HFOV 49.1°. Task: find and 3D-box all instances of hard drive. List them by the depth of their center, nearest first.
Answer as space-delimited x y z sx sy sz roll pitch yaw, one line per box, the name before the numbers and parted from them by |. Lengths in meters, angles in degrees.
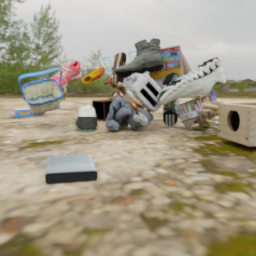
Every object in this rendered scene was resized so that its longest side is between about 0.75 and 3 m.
hard drive | -1.047 0.713 5.093 0.836 0.197 1.198 -2 8 -13

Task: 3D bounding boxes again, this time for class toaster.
toaster | 0.647 -1.234 10.388 0.991 1.743 1.126 -46 20 -7

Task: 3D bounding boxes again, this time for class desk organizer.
desk organizer | -0.408 -0.802 13.096 1.121 1.044 2.911 -10 12 -42

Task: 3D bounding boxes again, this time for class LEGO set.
LEGO set | 0.018 -2.501 13.539 2.161 2.893 0.710 -14 -16 -17

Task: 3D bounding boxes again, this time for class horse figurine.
horse figurine | -0.041 -0.903 8.150 1.552 0.387 1.029 41 2 -16

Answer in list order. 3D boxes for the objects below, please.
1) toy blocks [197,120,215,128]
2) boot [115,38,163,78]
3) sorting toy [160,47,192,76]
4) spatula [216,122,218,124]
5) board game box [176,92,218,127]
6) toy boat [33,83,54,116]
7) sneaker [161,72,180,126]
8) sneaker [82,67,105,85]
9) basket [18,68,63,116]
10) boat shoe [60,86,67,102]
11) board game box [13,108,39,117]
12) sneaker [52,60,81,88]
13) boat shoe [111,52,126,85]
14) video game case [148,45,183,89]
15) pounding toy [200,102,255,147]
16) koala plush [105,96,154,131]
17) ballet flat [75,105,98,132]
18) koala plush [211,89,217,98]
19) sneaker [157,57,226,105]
toy blocks | 3.122 -0.196 11.203 0.577 0.422 0.844 6 11 -36
boot | 0.403 -2.819 11.310 2.017 1.317 0.683 -11 -17 7
sorting toy | 1.846 -2.474 11.771 1.392 2.472 0.337 -28 6 25
spatula | 4.220 -0.196 12.103 0.849 0.098 1.220 1 3 17
board game box | 2.645 -0.651 10.471 1.413 0.684 1.126 -20 -16 15
toy boat | -3.520 -1.324 11.590 0.714 1.537 1.292 25 26 -31
sneaker | 1.776 -1.173 11.283 0.786 2.096 1.210 8 12 17
sneaker | -1.533 -2.340 12.655 1.221 0.446 0.471 -38 5 -2
basket | -3.223 -1.385 10.410 1.547 1.755 1.220 -18 60 -28
boat shoe | -3.043 -1.306 12.069 0.469 0.549 1.497 10 -29 -43
board game box | -5.709 -0.890 15.915 1.413 0.403 1.444 -3 8 -26
sneaker | -2.990 -2.573 13.179 0.811 0.954 2.200 27 40 14
boat shoe | -0.498 -2.708 13.074 0.599 1.620 0.598 7 -8 36
video game case | 1.525 -2.241 11.419 1.425 1.994 0.174 -4 5 26
pounding toy | 3.043 -0.137 7.837 2.155 1.122 2.453 -2 8 -11
koala plush | 0.150 -0.444 10.122 1.488 1.367 1.319 17 11 18
ballet flat | -1.644 -0.447 11.059 0.859 0.864 2.526 -1 8 -7
koala plush | 3.901 -1.496 13.748 0.702 0.727 0.792 -43 9 -6
sneaker | 2.210 -1.389 9.552 2.602 1.054 0.978 -30 13 -6
